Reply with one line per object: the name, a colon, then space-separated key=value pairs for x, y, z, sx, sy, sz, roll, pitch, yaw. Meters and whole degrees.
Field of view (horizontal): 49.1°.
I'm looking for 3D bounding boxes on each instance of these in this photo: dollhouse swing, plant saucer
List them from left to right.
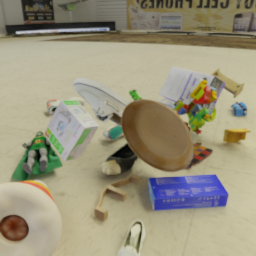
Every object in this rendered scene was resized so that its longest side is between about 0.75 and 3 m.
plant saucer: x=0.920 y=0.189 z=8.626 sx=2.588 sy=2.588 sz=0.458 roll=18 pitch=42 yaw=33
dollhouse swing: x=4.322 y=0.352 z=11.043 sx=0.816 sy=0.742 sz=0.717 roll=-3 pitch=21 yaw=-10

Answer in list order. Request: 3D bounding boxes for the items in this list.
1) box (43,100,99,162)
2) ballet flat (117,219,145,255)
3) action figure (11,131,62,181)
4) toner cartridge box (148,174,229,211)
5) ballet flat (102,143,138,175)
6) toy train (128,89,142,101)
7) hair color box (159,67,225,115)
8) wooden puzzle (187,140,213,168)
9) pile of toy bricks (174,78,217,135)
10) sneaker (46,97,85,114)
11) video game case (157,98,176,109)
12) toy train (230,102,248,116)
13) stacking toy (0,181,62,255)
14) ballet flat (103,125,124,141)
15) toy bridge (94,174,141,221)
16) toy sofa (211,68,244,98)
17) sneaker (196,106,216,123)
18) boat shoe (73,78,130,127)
box: x=-1.637 y=0.070 z=8.019 sx=1.171 sy=1.327 sz=0.642 roll=48 pitch=30 yaw=22
ballet flat: x=0.055 y=2.741 z=6.363 sx=0.579 sy=0.579 sz=1.668 roll=6 pitch=26 yaw=13
action figure: x=-3.293 y=0.809 z=10.263 sx=1.650 sy=0.764 sz=2.794 roll=-9 pitch=23 yaw=-11
toner cartridge box: x=1.717 y=1.881 z=8.248 sx=2.124 sy=0.459 sz=1.009 roll=-2 pitch=25 yaw=-5
ballet flat: x=-0.004 y=0.800 z=10.057 sx=0.983 sy=0.840 sz=2.958 roll=15 pitch=30 yaw=28
toy train: x=0.352 y=-0.983 z=9.883 sx=0.301 sy=0.222 sz=1.066 roll=-29 pitch=58 yaw=-2
hair color box: x=2.528 y=-1.577 z=11.469 sx=0.819 sy=1.381 sz=2.527 roll=20 pitch=8 yaw=-35
wooden puzzle: x=2.341 y=0.926 z=10.611 sx=1.244 sy=0.147 sz=2.097 roll=22 pitch=33 yaw=38
pile of toy bricks: x=2.379 y=-0.360 z=10.037 sx=1.418 sy=2.555 sz=1.261 roll=17 pitch=39 yaw=-27
sneaker: x=-3.152 y=-1.024 z=14.274 sx=1.950 sy=0.686 sz=0.912 roll=-5 pitch=42 yaw=-13
video game case: x=2.852 y=-1.423 z=15.456 sx=1.759 sy=0.212 sz=1.930 roll=22 pitch=32 yaw=38
toy train: x=5.638 y=-0.979 z=14.226 sx=0.661 sy=0.502 sz=1.157 roll=-4 pitch=25 yaw=6
stacking toy: x=-2.505 y=2.013 z=7.083 sx=2.005 sy=2.005 sz=2.744 roll=-2 pitch=7 yaw=-4
ballet flat: x=-0.195 y=-0.010 z=11.953 sx=2.125 sy=0.804 sz=0.679 roll=-16 pitch=10 yaw=-36
toy bridge: x=-0.362 y=1.936 z=8.349 sx=0.682 sy=0.276 sz=2.029 roll=15 pitch=29 yaw=29
toy sofa: x=3.947 y=-1.757 z=11.358 sx=0.554 sy=0.653 sz=1.337 roll=-40 pitch=63 yaw=-20
sneaker: x=3.065 y=-0.956 z=12.139 sx=0.794 sy=0.896 sz=2.145 roll=5 pitch=43 yaw=-30
boat shoe: x=-0.751 y=-0.686 z=10.017 sx=2.923 sy=1.021 sz=1.037 roll=31 pitch=-23 yaw=-17
